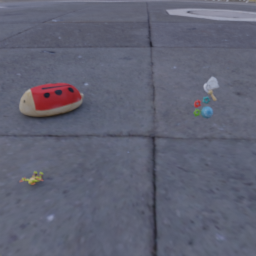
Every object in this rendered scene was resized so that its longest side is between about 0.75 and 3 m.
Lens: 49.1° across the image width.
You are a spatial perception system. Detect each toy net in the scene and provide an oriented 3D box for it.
[{"bbox_3d":[2.542,-0.995,9.193,0.708,1.349,0.261,9,6,-4],"label":"toy net"}]

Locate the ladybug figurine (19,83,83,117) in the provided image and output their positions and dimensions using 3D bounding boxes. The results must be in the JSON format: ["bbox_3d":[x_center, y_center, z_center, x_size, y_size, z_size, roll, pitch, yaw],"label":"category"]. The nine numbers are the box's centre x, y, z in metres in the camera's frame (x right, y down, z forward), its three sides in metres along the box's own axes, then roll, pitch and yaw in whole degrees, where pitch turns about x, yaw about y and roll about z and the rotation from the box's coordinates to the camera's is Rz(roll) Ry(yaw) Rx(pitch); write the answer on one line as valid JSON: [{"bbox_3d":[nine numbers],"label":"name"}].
[{"bbox_3d":[-3.330,-1.303,12.223,2.776,0.999,1.885,-14,34,-21],"label":"ladybug figurine"}]

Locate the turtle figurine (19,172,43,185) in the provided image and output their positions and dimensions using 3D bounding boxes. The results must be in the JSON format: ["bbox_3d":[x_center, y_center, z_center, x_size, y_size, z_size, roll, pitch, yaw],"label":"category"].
[{"bbox_3d":[-2.762,1.521,8.303,0.763,0.246,0.615,-7,15,12],"label":"turtle figurine"}]
